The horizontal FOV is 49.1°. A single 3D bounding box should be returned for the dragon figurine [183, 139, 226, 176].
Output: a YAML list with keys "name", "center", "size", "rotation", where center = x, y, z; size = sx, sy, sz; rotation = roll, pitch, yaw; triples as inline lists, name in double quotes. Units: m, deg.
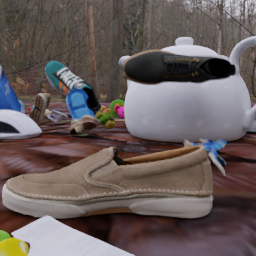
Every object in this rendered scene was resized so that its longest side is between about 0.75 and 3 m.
- name: "dragon figurine"
  center: [1.054, 0.313, 3.533]
  size: [0.534, 0.316, 1.074]
  rotation: [-2, 5, -17]

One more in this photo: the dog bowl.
- name: "dog bowl"
  center: [-1.469, -0.591, 8.403]
  size: [0.644, 1.155, 0.286]
  rotation: [-22, 6, -31]

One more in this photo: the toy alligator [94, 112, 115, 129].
- name: "toy alligator"
  center: [-0.476, -0.197, 6.615]
  size: [0.402, 0.291, 1.213]
  rotation: [41, 7, 7]

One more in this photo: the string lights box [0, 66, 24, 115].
- name: "string lights box"
  center: [-3.276, -0.728, 6.664]
  size: [0.976, 0.560, 1.899]
  rotation: [-6, -35, -4]

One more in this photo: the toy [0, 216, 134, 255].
- name: "toy"
  center: [-0.166, 0.628, 0.915]
  size: [1.048, 0.247, 0.603]
  rotation: [11, 13, 34]

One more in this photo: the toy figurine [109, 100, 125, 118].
- name: "toy figurine"
  center: [-0.171, -0.660, 11.928]
  size: [1.055, 0.792, 0.971]
  rotation: [24, 9, -27]

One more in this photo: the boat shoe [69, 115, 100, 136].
- name: "boat shoe"
  center: [-0.939, -0.008, 5.949]
  size: [0.367, 0.348, 0.970]
  rotation: [35, -29, -27]

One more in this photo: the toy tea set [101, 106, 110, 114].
- name: "toy tea set"
  center: [-1.241, -0.887, 15.073]
  size: [0.667, 0.415, 1.122]
  rotation: [30, 7, 5]

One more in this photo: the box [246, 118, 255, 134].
- name: "box"
  center: [3.869, -0.076, 6.732]
  size: [1.742, 0.401, 1.384]
  rotation: [-6, 8, -42]

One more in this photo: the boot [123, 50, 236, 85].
- name: "boot"
  center: [0.683, -0.879, 3.995]
  size: [1.424, 0.552, 0.985]
  rotation: [-4, 11, -8]

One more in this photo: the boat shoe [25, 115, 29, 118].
- name: "boat shoe"
  center: [-3.356, -0.255, 8.995]
  size: [0.324, 0.285, 0.911]
  rotation: [1, 7, -4]

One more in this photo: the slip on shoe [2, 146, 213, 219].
- name: "slip on shoe"
  center: [-0.159, 0.376, 2.153]
  size: [1.590, 0.482, 0.605]
  rotation: [1, 6, 7]

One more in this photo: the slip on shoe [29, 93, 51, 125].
- name: "slip on shoe"
  center: [-2.577, -0.538, 8.207]
  size: [0.445, 1.170, 0.354]
  rotation: [36, 34, 13]

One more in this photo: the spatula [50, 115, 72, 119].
- name: "spatula"
  center: [-2.602, -0.448, 10.681]
  size: [1.219, 0.125, 0.344]
  rotation: [1, -33, 19]

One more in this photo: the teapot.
- name: "teapot"
  center: [1.306, -0.888, 6.151]
  size: [2.936, 2.144, 2.898]
  rotation: [0, 6, -4]

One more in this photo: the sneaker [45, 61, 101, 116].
- name: "sneaker"
  center: [-1.800, -1.414, 9.594]
  size: [0.907, 2.541, 1.015]
  rotation: [-43, 2, -30]

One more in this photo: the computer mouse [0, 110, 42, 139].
- name: "computer mouse"
  center: [-3.210, -0.116, 6.277]
  size: [2.628, 0.577, 1.441]
  rotation: [1, 6, 8]

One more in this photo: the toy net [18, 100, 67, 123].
- name: "toy net"
  center: [-2.905, -0.463, 9.080]
  size: [1.891, 0.365, 0.992]
  rotation: [17, -14, -1]
